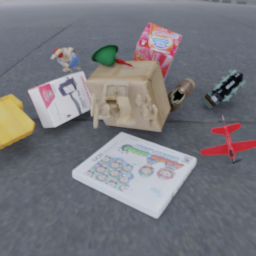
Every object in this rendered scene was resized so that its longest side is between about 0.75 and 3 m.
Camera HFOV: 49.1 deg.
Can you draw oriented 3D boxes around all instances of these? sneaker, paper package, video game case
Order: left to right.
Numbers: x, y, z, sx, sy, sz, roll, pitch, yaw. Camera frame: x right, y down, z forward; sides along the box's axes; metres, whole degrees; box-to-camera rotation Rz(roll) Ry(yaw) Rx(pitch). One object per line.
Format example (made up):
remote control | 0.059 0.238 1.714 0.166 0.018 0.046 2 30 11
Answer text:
paper package | 0.063 -1.094 9.771 2.384 2.272 1.233 7 49 30
video game case | 0.240 1.197 8.385 2.833 0.336 2.578 19 36 28
sneaker | 1.737 -1.119 10.557 0.748 1.979 0.697 -38 78 -31

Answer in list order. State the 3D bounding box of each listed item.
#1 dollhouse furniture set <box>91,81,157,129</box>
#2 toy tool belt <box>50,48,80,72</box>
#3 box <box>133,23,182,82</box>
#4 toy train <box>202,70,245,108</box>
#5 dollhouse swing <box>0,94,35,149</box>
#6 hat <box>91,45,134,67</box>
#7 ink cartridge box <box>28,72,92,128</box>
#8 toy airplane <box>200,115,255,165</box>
dollhouse furniture set | -0.261 -0.448 7.884 1.588 1.125 1.729 -1 35 -16
toy tool belt | -2.261 -2.564 10.658 0.866 0.880 1.409 43 7 -2
box | 0.972 -2.571 11.443 1.424 2.857 1.364 24 61 4
toy train | 4.054 -1.651 11.915 2.055 1.171 0.876 -40 90 -25
dollhouse swing | -4.376 0.199 9.339 2.129 1.935 1.872 -33 75 -38
hat | -0.569 -2.054 9.174 0.966 1.166 1.027 -21 80 -16
ink cartridge box | -2.468 -1.115 10.783 0.897 1.540 2.128 -3 22 45
toy airplane | 2.925 0.418 8.066 1.751 1.751 0.322 5 36 8
